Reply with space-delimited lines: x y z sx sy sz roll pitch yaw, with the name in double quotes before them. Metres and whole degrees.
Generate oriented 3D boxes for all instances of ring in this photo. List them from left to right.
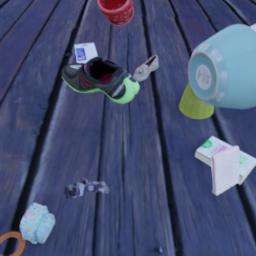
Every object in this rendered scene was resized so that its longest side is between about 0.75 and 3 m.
"ring" -3.140 3.107 7.369 0.807 0.077 0.807 -1 43 0

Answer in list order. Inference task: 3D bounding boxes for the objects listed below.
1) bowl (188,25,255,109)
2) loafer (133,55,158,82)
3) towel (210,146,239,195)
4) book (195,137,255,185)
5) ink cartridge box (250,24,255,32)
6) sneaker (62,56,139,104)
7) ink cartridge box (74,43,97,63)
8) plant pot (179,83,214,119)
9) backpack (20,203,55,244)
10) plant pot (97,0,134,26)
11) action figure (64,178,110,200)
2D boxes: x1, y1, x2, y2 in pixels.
"bowl" 2.601 -1.570 7.904 1.271 2.430 2.430 -15 45 -18
"loafer" 0.843 -2.903 13.490 0.678 0.593 1.885 26 49 25
"towel" 1.764 0.757 5.079 0.770 0.735 0.124 -14 15 -38
"book" 3.291 1.022 9.454 1.699 0.408 1.135 31 47 31
"ink cartridge box" 3.945 -2.722 9.409 2.158 0.543 1.176 -22 42 37
"sneaker" -0.790 -1.358 6.879 2.453 1.028 0.941 17 62 38
"ink cartridge box" -2.157 -3.705 14.508 1.069 0.419 2.257 -9 46 -9
"plant pot" 2.835 -1.368 11.158 1.410 1.507 1.410 0 43 0
"backpack" -2.391 2.499 7.357 0.737 0.979 0.869 12 43 13
"plant pot" -0.417 -4.639 10.652 1.266 1.153 1.266 -2 80 11
"action figure" -0.885 1.352 6.371 0.726 0.387 1.116 -5 -4 36
